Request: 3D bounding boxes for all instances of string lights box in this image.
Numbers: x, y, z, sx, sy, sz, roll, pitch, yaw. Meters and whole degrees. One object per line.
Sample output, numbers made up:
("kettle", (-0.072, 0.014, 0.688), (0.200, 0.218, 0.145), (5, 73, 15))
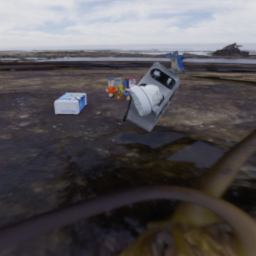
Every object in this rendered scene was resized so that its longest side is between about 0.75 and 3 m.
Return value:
("string lights box", (-2.875, -1.244, 14.197), (1.097, 0.630, 2.136), (1, 18, 3))

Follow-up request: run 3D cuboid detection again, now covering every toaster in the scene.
("toaster", (0.830, -1.035, 10.418), (1.221, 2.058, 1.861), (33, 63, 9))

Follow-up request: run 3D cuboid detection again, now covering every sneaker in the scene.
("sneaker", (0.509, -0.867, 7.578), (0.769, 0.793, 2.172), (-21, 13, 2))

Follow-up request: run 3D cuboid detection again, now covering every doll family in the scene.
("doll family", (-0.138, -1.523, 11.175), (1.499, 0.931, 0.676), (1, 10, 28))

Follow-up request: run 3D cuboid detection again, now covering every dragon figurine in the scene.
("dragon figurine", (1.772, -2.296, 9.928), (0.468, 0.791, 1.591), (2, 6, 29))
